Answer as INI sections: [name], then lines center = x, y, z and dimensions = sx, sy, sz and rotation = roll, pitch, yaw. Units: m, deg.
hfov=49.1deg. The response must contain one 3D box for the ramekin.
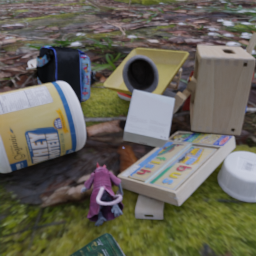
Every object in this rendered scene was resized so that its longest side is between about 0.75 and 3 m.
[ramekin]
center = 3.110, 1.226, 7.396
dimensions = 1.354, 0.660, 1.354
rotation = 0, 33, 0

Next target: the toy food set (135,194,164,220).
[toy food set]
center = 0.584, 1.839, 6.888
dimensions = 0.666, 0.280, 0.928
rotation = -3, 31, 17

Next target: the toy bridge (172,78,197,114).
[toy bridge]
center = 1.399, -0.723, 8.208
dimensions = 0.298, 0.736, 2.190
rotation = 41, 52, 10

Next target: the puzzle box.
[puzzle box]
center = 1.358, 0.908, 7.564
dimensions = 1.930, 0.369, 2.902
rotation = 6, 28, 45

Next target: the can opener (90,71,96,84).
[can opener]
center = -1.932, -2.657, 13.210
dimensions = 0.809, 0.652, 2.057
rotation = -5, 34, -6

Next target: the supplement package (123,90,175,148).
[supplement package]
center = 0.412, -0.162, 5.749
dimensions = 0.864, 0.665, 0.904
rotation = 12, 72, 0

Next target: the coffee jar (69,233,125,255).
[coffee jar]
center = -0.967, 2.753, 4.953
dimensions = 1.926, 0.822, 1.004
rotation = -18, 45, -26

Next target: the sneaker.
[sneaker]
center = 0.777, -1.511, 11.017
dimensions = 2.865, 1.173, 1.104
rotation = 17, 37, 23

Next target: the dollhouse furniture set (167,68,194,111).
[dollhouse furniture set]
center = 1.800, -1.618, 10.972
dimensions = 2.705, 1.100, 1.456
rotation = 15, 36, 9

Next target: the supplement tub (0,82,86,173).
[supplement tub]
center = -2.919, -0.001, 7.900
dimensions = 2.973, 2.150, 2.150
rotation = -17, 37, -23

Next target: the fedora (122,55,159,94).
[fedora]
center = 0.323, -1.448, 7.677
dimensions = 0.963, 1.089, 0.492
rotation = -26, 18, 5

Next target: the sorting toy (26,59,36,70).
[sorting toy]
center = -4.394, -3.226, 14.045
dimensions = 1.390, 0.825, 1.544
rotation = -12, 36, -4

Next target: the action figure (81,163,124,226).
[action figure]
center = -0.683, 1.442, 6.721
dimensions = 1.069, 1.188, 1.596
rotation = -10, 48, -4

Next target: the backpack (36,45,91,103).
[backpack]
center = -2.729, -2.169, 11.240
dimensions = 1.665, 2.260, 2.475
rotation = -10, 22, -30

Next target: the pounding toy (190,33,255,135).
[pounding toy]
center = 3.095, -1.536, 8.818
dimensions = 1.998, 2.587, 2.810
rotation = 6, 25, 9

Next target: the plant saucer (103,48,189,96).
[plant saucer]
center = 0.676, -1.868, 9.929
dimensions = 2.332, 0.565, 2.332
rotation = 16, 55, 33
